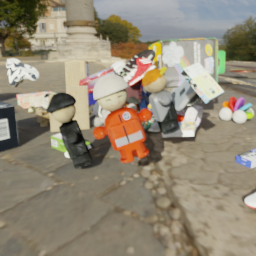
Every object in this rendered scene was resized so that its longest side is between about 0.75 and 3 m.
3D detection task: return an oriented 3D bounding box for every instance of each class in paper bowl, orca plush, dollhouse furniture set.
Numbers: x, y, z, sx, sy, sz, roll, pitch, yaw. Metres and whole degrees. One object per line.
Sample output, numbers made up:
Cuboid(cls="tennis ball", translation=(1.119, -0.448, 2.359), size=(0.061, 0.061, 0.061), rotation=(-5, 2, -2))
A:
Cuboid(cls="paper bowl", translation=(2.280, -0.400, 9.868), size=(0.431, 0.828, 0.828), rotation=(22, 26, 26))
Cuboid(cls="orca plush", translation=(-1.521, 0.724, 8.630), size=(0.911, 0.479, 0.324), rotation=(-34, -9, -22))
Cuboid(cls="dollhouse furniture set", translation=(-2.816, -1.001, 11.705), size=(2.028, 1.737, 2.132), rotation=(-5, 18, -15))

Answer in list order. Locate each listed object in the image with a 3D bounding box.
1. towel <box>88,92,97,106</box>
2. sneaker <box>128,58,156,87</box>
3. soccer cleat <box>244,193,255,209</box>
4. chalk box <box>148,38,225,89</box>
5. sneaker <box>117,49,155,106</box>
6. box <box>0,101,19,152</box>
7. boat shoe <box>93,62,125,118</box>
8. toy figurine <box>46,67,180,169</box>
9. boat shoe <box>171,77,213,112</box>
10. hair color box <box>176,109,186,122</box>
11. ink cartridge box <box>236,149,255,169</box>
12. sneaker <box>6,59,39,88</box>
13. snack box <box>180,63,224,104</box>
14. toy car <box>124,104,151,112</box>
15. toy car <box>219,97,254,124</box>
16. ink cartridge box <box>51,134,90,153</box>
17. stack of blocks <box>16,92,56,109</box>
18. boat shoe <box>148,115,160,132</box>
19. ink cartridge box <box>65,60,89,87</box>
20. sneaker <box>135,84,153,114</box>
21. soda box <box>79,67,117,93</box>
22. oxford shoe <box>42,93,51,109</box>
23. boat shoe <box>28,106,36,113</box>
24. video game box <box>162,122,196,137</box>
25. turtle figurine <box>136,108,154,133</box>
Cuboid(cls="towel", translation=(-1.535, -1.783, 13.149), size=(1.648, 1.217, 0.408), rotation=(-22, 27, 2))
Cuboid(cls="sneaker", translation=(0.339, -1.862, 9.137), size=(1.062, 0.613, 0.416), rotation=(-35, -4, 15))
Cuboid(cls="soccer cleat", translation=(3.174, 1.391, 6.040), size=(1.511, 0.644, 0.519), rotation=(-5, 18, -16))
Cuboid(cls="chalk box", translation=(2.390, -2.494, 10.962), size=(2.807, 1.746, 1.738), rotation=(-5, 10, -10))
Cuboid(cls="sneaker", translation=(0.325, -1.645, 9.877), size=(2.190, 1.265, 0.829), rotation=(-44, 35, 3))
Cuboid(cls="box", translation=(-4.687, -0.125, 9.453), size=(1.943, 1.442, 1.040), rotation=(15, 23, 39))
Cuboid(cls="boat shoe", translation=(-0.668, -1.657, 12.267), size=(1.019, 2.757, 1.175), rotation=(29, -3, -23))
Cuboid(cls="toy figurine", translation=(-0.338, -0.405, 7.607), size=(2.954, 2.055, 2.909), rotation=(-12, 12, 42))
Cuboid(cls="boat shoe", translation=(2.101, -1.181, 9.542), size=(0.794, 0.859, 2.326), rotation=(-2, -21, -13))
Cuboid(cls="hair color box", translation=(1.871, -0.528, 11.328), size=(1.396, 0.446, 0.774), rotation=(14, 26, -18))
Cuboid(cls="ink cartridge box", translation=(3.766, 0.874, 8.307), size=(1.101, 0.243, 0.518), rotation=(-11, 22, -32))
Cuboid(cls="sneaker", translation=(-4.051, -1.891, 10.678), size=(1.528, 0.994, 0.610), rotation=(27, 31, 12))
Cuboid(cls="snack box", translation=(1.877, -1.156, 7.119), size=(0.606, 0.193, 1.042), rotation=(-27, 73, -29))
Cuboid(cls="toy car", translation=(0.167, -0.876, 10.615), size=(0.684, 1.008, 2.056), rotation=(-46, 11, -36))
Cuboid(cls="toy car", translation=(4.790, -0.827, 12.295), size=(1.232, 1.055, 1.407), rotation=(-16, 24, -42))
Cuboid(cls="ink cartridge box", translation=(-1.922, 0.413, 9.468), size=(0.810, 0.415, 1.096), rotation=(14, 23, 37))
Cuboid(cls="stack of blocks", translation=(-4.945, -1.559, 15.361), size=(1.932, 0.566, 1.112), rotation=(-13, 22, -36))
Cuboid(cls="boat shoe", translation=(1.122, -0.278, 11.325), size=(0.685, 0.596, 1.857), rotation=(8, 20, 24))
Cuboid(cls="ink cartridge box", translation=(-2.252, -2.347, 12.388), size=(0.977, 1.185, 0.445), rotation=(1, 8, 15))
Cuboid(cls="sneaker", translation=(0.594, -1.724, 12.101), size=(1.047, 2.670, 1.006), rotation=(-16, -7, -11))
Cuboid(cls="soda box", translation=(-1.250, -1.969, 11.713), size=(1.582, 0.502, 0.554), rotation=(-22, 36, 8))
Cuboid(cls="oxford shoe", translation=(-3.345, -1.225, 13.979), size=(2.807, 0.811, 1.055), rotation=(17, 21, 37))
Cuboid(cls="boat shoe", translation=(-4.838, -0.996, 14.083), size=(0.328, 0.283, 0.899), rotation=(-2, 18, -6))
Cuboid(cls="video game box", translation=(1.682, 0.044, 9.206), size=(1.017, 0.238, 0.926), rotation=(-3, 21, 19))
Cuboid(cls="turtle figurine", translation=(0.379, -0.070, 8.386), size=(1.126, 0.567, 0.843), rotation=(-38, 28, 1))
